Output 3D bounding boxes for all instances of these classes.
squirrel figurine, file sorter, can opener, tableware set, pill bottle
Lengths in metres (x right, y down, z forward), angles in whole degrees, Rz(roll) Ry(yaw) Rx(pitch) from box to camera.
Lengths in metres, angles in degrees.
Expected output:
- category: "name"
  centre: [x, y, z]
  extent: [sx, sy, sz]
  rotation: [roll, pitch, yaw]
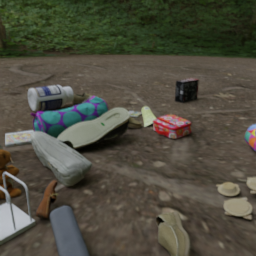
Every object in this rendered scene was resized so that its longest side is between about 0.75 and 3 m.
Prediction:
- category: "squirrel figurine"
  centre: [-3.586, 1.207, 7.378]
  extent: [1.312, 1.225, 0.929]
  rotation: [-11, 22, -28]
- category: "file sorter"
  centre: [-3.090, 1.819, 5.954]
  extent: [1.164, 1.045, 1.678]
  rotation: [15, 25, 38]
- category: "can opener"
  centre: [-0.580, 2.313, 4.764]
  extent: [1.000, 0.798, 2.992]
  rotation: [-20, 26, -16]
- category: "tableware set"
  centre: [3.106, 1.772, 7.194]
  extent: [1.444, 0.201, 1.729]
  rotation: [-4, 23, 10]
- category: "pill bottle"
  centre: [-4.226, -1.682, 15.462]
  extent: [2.251, 1.250, 1.250]
  rotation: [-14, 24, -35]

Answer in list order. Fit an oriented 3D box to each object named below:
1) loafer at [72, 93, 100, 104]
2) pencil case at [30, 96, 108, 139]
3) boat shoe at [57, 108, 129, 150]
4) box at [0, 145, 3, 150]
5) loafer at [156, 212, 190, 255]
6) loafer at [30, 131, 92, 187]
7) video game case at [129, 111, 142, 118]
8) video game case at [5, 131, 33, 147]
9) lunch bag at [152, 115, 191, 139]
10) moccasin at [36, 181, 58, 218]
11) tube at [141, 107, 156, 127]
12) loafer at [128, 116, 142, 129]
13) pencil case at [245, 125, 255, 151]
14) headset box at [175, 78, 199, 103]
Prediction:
- category: "loafer"
  centre: [-2.458, -1.776, 16.697]
  extent: [1.775, 0.599, 0.675]
  rotation: [-6, 21, -18]
- category: "pencil case"
  centre: [-2.283, -0.364, 11.276]
  extent: [2.901, 1.341, 1.235]
  rotation: [-21, 2, -31]
- category: "boat shoe"
  centre: [-1.247, 0.253, 10.709]
  extent: [2.996, 1.013, 1.076]
  rotation: [-25, 56, -24]
- category: "box"
  centre: [-5.113, 0.723, 9.611]
  extent: [1.384, 0.473, 0.569]
  rotation: [4, 48, 12]
- category: "loafer"
  centre: [0.871, 2.222, 5.579]
  extent: [0.532, 0.600, 1.578]
  rotation: [-1, 10, -1]
- category: "loafer"
  centre: [-2.181, 0.801, 8.770]
  extent: [0.996, 0.998, 2.855]
  rotation: [-30, 42, -29]
- category: "video game case"
  centre: [0.266, -0.708, 14.446]
  extent: [0.685, 0.086, 0.752]
  rotation: [9, 20, 21]
- category: "video game case"
  centre: [-4.331, 0.409, 11.248]
  extent: [1.108, 0.139, 1.217]
  rotation: [-8, 21, -21]
- category: "lunch bag"
  centre: [1.767, -0.031, 11.876]
  extent: [1.331, 0.619, 1.512]
  rotation: [-17, 25, -29]
- category: "moccasin"
  centre: [-1.895, 1.716, 6.802]
  extent: [0.382, 0.362, 0.989]
  rotation: [9, 39, 2]
- category: "tube"
  centre: [0.960, -0.525, 13.460]
  extent: [0.457, 0.510, 1.759]
  rotation: [20, 20, -13]
- category: "loafer"
  centre: [-0.027, -0.339, 12.508]
  extent: [1.414, 0.477, 0.538]
  rotation: [13, 20, -13]
- category: "pencil case"
  centre: [4.865, 0.613, 9.465]
  extent: [1.009, 1.009, 2.282]
  rotation: [-2, 19, -5]
- category: "headset box"
  centre: [3.673, -2.328, 17.261]
  extent: [1.700, 1.265, 0.657]
  rotation: [-19, 27, -40]
